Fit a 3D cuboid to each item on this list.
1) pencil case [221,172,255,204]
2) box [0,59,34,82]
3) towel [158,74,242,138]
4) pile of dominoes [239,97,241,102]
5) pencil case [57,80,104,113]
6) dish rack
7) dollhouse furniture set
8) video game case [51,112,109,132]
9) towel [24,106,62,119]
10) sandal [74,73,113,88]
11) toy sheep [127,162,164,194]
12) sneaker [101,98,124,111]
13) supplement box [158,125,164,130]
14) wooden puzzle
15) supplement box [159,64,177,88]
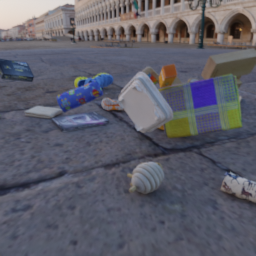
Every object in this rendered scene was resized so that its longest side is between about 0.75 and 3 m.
[{"bbox_3d":[2.867,1.450,6.644,1.222,0.475,0.547,17,70,39],"label":"pencil case"},{"bbox_3d":[-3.221,-1.632,7.972,0.880,0.224,0.694,-1,47,-42],"label":"box"},{"bbox_3d":[2.397,-0.713,9.607,2.672,1.919,0.304,-7,-9,23],"label":"towel"},{"bbox_3d":[4.748,-1.417,14.895,2.284,0.467,2.931,8,14,23],"label":"pile of dominoes"},{"bbox_3d":[-2.121,-1.451,12.446,2.057,0.803,0.893,-24,51,2],"label":"pencil case"},{"bbox_3d":[0.434,-0.712,9.519,0.470,1.854,2.161,-34,-1,-27],"label":"dish rack"},{"bbox_3d":[3.325,-2.525,12.266,2.793,2.937,2.393,-14,56,-20],"label":"dollhouse furniture set"},{"bbox_3d":[-2.040,-0.293,11.833,2.020,0.192,1.443,-11,23,-29],"label":"video game case"},{"bbox_3d":[-3.892,-0.706,12.862,1.470,0.253,0.974,8,23,19],"label":"towel"},{"bbox_3d":[-2.023,-2.767,17.548,2.483,0.987,1.081,-18,31,-23],"label":"sandal"},{"bbox_3d":[0.439,1.245,6.958,0.806,0.806,1.168,19,45,41],"label":"toy sheep"},{"bbox_3d":[-0.658,-1.091,13.589,1.468,0.574,0.567,14,7,31],"label":"sneaker"},{"bbox_3d":[1.629,-0.158,10.926,0.546,0.565,1.641,-12,21,-38],"label":"supplement box"},{"bbox_3d":[0.754,-2.064,13.275,0.313,1.557,1.683,55,15,21],"label":"wooden puzzle"},{"bbox_3d":[1.314,-1.720,9.438,0.420,0.434,1.262,-12,-9,-2],"label":"supplement box"}]
